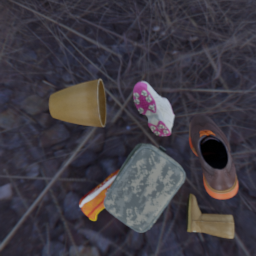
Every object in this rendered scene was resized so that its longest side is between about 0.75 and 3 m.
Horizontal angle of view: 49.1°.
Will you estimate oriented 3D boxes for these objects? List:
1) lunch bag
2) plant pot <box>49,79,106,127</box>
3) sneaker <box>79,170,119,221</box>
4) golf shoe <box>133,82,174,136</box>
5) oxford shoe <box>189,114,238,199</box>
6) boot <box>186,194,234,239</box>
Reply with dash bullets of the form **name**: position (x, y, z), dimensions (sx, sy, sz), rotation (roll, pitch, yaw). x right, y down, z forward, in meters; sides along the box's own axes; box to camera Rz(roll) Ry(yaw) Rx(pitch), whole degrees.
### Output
- **lunch bag**: position (0.398, 1.466, 7.439), dimensions (1.437, 1.730, 2.062), rotation (34, 94, 4)
- **plant pot**: position (-1.580, -0.724, 8.790), dimensions (1.600, 1.491, 1.491), rotation (-3, 63, 6)
- **sneaker**: position (-0.392, 1.920, 8.678), dimensions (2.333, 0.851, 0.900), rotation (-37, 93, -14)
- **golf shoe**: position (0.895, -0.744, 9.327), dimensions (0.840, 2.232, 1.021), rotation (3, 48, 38)
- **oxford shoe**: position (2.233, 0.402, 7.486), dimensions (1.042, 1.062, 2.928), rotation (-14, 38, 7)
- **boot**: position (2.446, 2.634, 8.416), dimensions (1.341, 0.444, 1.174), rotation (4, 76, 3)
